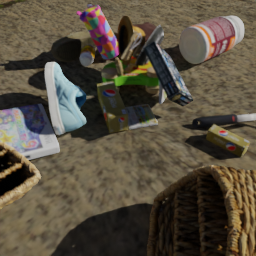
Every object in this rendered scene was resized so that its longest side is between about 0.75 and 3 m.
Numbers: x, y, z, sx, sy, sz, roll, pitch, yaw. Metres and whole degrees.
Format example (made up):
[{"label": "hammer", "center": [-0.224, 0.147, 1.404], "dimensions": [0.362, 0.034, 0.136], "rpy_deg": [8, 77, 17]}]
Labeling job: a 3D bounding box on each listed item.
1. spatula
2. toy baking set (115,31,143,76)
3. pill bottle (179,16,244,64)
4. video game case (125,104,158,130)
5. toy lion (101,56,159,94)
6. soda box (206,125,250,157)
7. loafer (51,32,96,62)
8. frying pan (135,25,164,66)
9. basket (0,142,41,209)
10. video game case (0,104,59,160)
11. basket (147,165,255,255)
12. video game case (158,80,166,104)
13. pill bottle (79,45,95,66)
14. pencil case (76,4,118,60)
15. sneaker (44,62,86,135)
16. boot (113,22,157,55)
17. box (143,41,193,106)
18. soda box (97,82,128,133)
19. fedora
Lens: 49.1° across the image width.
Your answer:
[{"label": "spatula", "center": [3.393, -0.293, 8.209], "dimensions": [2.991, 0.307, 0.845], "rpy_deg": [-5, 87, 2]}, {"label": "toy baking set", "center": [0.028, -2.336, 8.828], "dimensions": [0.190, 1.634, 1.254], "rpy_deg": [39, 85, 17]}, {"label": "pill bottle", "center": [3.408, -3.615, 11.269], "dimensions": [2.508, 1.432, 1.432], "rpy_deg": [-27, 49, -27]}, {"label": "video game case", "center": [0.341, -0.358, 8.642], "dimensions": [0.888, 0.112, 0.975], "rpy_deg": [-10, 42, -11]}, {"label": "toy lion", "center": [0.294, -2.107, 10.193], "dimensions": [2.422, 0.831, 2.321], "rpy_deg": [-1, 35, -1]}, {"label": "soda box", "center": [2.710, 0.340, 7.671], "dimensions": [1.073, 0.364, 0.344], "rpy_deg": [30, 50, 29]}, {"label": "loafer", "center": [-2.261, -3.384, 11.488], "dimensions": [0.804, 0.906, 2.384], "rpy_deg": [26, 38, 27]}, {"label": "frying pan", "center": [0.686, -2.606, 9.907], "dimensions": [0.421, 2.586, 1.564], "rpy_deg": [34, 78, 2]}, {"label": "basket", "center": [-2.914, 1.012, 5.122], "dimensions": [1.995, 1.486, 1.424], "rpy_deg": [-31, 86, -43]}, {"label": "video game case", "center": [-3.611, 0.254, 7.625], "dimensions": [2.964, 0.267, 2.123], "rpy_deg": [-13, 43, -23]}, {"label": "basket", "center": [1.332, 1.923, 4.741], "dimensions": [2.013, 1.929, 2.702], "rpy_deg": [8, 42, 7]}, {"label": "video game case", "center": [1.110, -1.310, 8.990], "dimensions": [0.100, 0.870, 0.791], "rpy_deg": [4, 25, 19]}, {"label": "pill bottle", "center": [-1.619, -2.857, 11.092], "dimensions": [0.540, 0.540, 0.988], "rpy_deg": [1, 42, 1]}, {"label": "pencil case", "center": [-1.067, -3.655, 10.764], "dimensions": [0.924, 2.090, 0.924], "rpy_deg": [-17, 43, 17]}, {"label": "sneaker", "center": [-1.859, -1.004, 8.581], "dimensions": [1.110, 1.002, 2.710], "rpy_deg": [-12, 60, -9]}, {"label": "boot", "center": [0.646, -4.022, 12.134], "dimensions": [1.928, 0.839, 2.318], "rpy_deg": [-24, 43, -20]}, {"label": "box", "center": [1.189, -1.522, 8.108], "dimensions": [0.393, 1.359, 1.710], "rpy_deg": [-30, 73, 22]}, {"label": "soda box", "center": [-0.501, -0.679, 8.592], "dimensions": [0.579, 0.613, 1.810], "rpy_deg": [-10, 42, -11]}, {"label": "fedora", "center": [0.134, -3.054, 9.839], "dimensions": [0.728, 1.786, 1.786], "rpy_deg": [-6, 42, -16]}]
